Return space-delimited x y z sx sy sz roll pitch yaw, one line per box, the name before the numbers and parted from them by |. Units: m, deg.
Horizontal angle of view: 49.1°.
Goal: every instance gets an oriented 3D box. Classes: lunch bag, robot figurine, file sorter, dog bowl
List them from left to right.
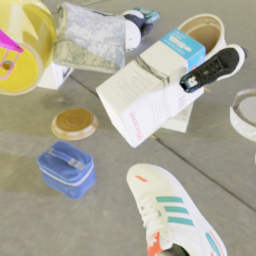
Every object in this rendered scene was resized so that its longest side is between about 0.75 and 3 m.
file sorter | -3.135 -1.762 5.933 1.346 0.844 0.935 41 17 18
lunch bag | -1.824 1.118 8.167 1.652 1.093 1.122 22 46 22
lunch bag | -1.121 -2.688 8.534 2.148 1.801 1.496 3 8 -26
robot figurine | 0.075 -5.128 14.831 1.673 2.014 2.681 38 43 -11
dog bowl | 4.931 -0.417 10.171 2.522 0.739 2.522 0 42 0

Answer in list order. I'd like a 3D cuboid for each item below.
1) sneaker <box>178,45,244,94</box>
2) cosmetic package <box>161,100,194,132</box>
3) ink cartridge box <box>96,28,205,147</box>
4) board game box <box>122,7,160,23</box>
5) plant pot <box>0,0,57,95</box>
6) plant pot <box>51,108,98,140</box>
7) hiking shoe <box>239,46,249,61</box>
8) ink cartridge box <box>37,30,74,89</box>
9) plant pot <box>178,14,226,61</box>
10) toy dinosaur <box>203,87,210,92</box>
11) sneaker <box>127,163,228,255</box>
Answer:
sneaker | 1.576 -1.062 5.654 0.836 1.495 0.546 -32 89 -23
cosmetic package | 1.638 -0.821 10.794 1.570 0.538 2.082 14 43 12
ink cartridge box | 0.654 -0.935 7.107 2.533 1.849 1.068 -38 61 -9
board game box | 0.550 -6.917 17.752 1.910 0.398 2.823 23 46 24
plant pot | -3.457 -2.388 8.353 2.695 2.695 2.535 -9 41 -10
plant pot | -1.978 -0.230 10.345 1.727 0.237 1.727 -1 41 0
hiking shoe | 4.495 -3.224 13.360 2.454 0.929 1.236 -2 50 11
ink cartridge box | -3.210 -3.060 12.401 1.006 1.734 2.350 9 43 11
plant pot | 2.490 -2.428 9.118 1.774 1.624 1.774 -17 60 32
toy dinosaur | 1.954 -1.259 8.980 1.266 0.672 0.382 -18 0 26
sneaker | 0.625 1.629 4.911 1.112 0.837 2.379 -14 57 -48
